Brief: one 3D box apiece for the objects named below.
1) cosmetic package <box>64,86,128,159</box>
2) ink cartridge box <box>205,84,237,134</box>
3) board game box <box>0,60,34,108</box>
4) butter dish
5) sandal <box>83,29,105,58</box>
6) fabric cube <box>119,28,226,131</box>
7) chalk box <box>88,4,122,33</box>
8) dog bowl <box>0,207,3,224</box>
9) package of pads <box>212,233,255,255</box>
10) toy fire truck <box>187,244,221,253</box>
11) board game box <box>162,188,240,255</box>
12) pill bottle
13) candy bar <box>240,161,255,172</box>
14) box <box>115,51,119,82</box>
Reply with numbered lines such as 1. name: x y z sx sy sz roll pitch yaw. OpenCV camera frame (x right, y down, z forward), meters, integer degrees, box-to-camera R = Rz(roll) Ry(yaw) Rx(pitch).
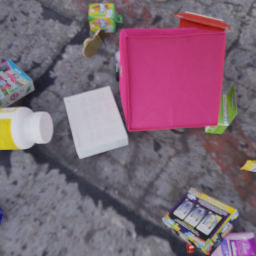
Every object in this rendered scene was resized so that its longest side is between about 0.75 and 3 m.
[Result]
1. cosmetic package: -1.259 -0.265 10.654 1.875 0.643 2.487 -15 61 -9
2. ink cartridge box: 3.380 -0.711 10.361 0.663 1.751 1.294 5 66 2
3. board game box: -5.117 -1.613 11.175 1.549 0.675 2.100 40 61 16
4. butter dish: 2.965 -3.842 11.853 2.339 1.734 2.345 17 24 9
5. sandal: -1.662 -3.701 12.441 0.578 0.645 1.759 5 54 37
6. fabric cube: 1.235 -1.798 9.527 2.975 2.919 2.966 -2 23 -3
7. chalk box: -1.002 -4.970 12.696 1.474 0.914 0.920 -2 67 -1
8. dog bowl: -4.852 3.016 9.440 1.122 0.442 1.122 0 67 0
9. package of pads: 3.270 3.876 8.983 1.559 0.590 0.940 -2 69 -1
10. toy fire truck: 2.302 3.598 8.584 0.650 0.922 0.225 13 49 -22
11. board game box: 2.232 2.865 8.787 1.550 0.532 1.875 -40 28 -19
12. pill bottle: -4.100 0.026 9.805 2.635 1.467 1.467 -2 66 9
13. candy bar: 5.409 1.477 10.001 2.603 0.649 0.288 7 53 3
14. box: 0.005 -2.596 11.779 1.119 0.695 1.128 -2 66 0
